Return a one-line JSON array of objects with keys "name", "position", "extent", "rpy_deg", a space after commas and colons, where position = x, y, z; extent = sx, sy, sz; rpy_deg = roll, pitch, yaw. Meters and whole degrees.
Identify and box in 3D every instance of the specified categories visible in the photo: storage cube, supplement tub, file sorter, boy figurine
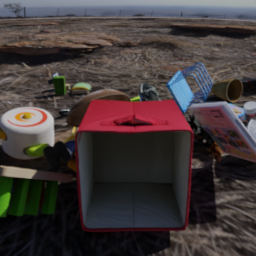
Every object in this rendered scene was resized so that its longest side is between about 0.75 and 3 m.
[{"name": "storage cube", "position": [0.106, 0.725, 6.520], "extent": [2.225, 2.603, 2.340], "rpy_deg": [-1, 21, 0]}, {"name": "supplement tub", "position": [4.726, -0.556, 10.683], "extent": [0.544, 0.775, 0.544], "rpy_deg": [-19, 37, 15]}, {"name": "file sorter", "position": [2.730, -1.794, 12.047], "extent": [1.231, 1.392, 2.006], "rpy_deg": [-24, 15, 32]}, {"name": "boy figurine", "position": [-1.652, 0.383, 8.774], "extent": [1.397, 0.724, 2.247], "rpy_deg": [-23, 13, 23]}]

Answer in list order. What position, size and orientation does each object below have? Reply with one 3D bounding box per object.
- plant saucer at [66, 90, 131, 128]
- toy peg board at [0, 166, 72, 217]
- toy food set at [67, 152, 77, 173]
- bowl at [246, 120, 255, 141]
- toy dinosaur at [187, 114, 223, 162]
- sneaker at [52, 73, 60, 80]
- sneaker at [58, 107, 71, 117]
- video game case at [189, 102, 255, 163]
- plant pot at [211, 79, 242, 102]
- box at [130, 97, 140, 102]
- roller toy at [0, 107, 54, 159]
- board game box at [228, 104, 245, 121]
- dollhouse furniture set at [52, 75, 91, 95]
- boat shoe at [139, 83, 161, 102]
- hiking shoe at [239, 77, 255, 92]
[{"name": "plant saucer", "position": [-0.940, -0.630, 8.521], "extent": [2.062, 2.062, 0.377], "rpy_deg": [-15, 72, -27]}, {"name": "toy peg board", "position": [-2.704, 1.380, 6.367], "extent": [1.976, 0.970, 1.984], "rpy_deg": [1, -13, 29]}, {"name": "toy food set", "position": [-1.038, 0.790, 8.353], "extent": [0.659, 0.700, 1.465], "rpy_deg": [32, 37, 22]}, {"name": "bowl", "position": [4.047, 0.546, 8.417], "extent": [1.380, 0.515, 1.378], "rpy_deg": [33, 43, 2]}, {"name": "toy dinosaur", "position": [2.512, 0.280, 8.993], "extent": [1.471, 1.107, 2.168], "rpy_deg": [18, 7, -15]}, {"name": "sneaker", "position": [-4.046, -2.750, 15.571], "extent": [0.388, 0.381, 1.008], "rpy_deg": [-17, 25, 6]}, {"name": "sneaker", "position": [-2.442, -0.676, 11.567], "extent": [0.939, 0.312, 0.425], "rpy_deg": [-10, 26, -26]}, {"name": "video game case", "position": [2.508, 0.084, 7.264], "extent": [0.230, 1.768, 1.943], "rpy_deg": [-41, 8, -5]}, {"name": "plant pot", "position": [4.510, -1.799, 13.071], "extent": [1.073, 1.073, 1.151], "rpy_deg": [-16, 20, -27]}, {"name": "box", "position": [0.207, -0.628, 11.195], "extent": [2.241, 0.534, 1.366], "rpy_deg": [-25, 36, -39]}, {"name": "roller toy", "position": [-3.199, 0.089, 8.871], "extent": [1.746, 1.220, 1.593], "rpy_deg": [12, 30, 5]}, {"name": "board game box", "position": [4.128, -0.550, 11.278], "extent": [1.266, 0.285, 0.963], "rpy_deg": [-22, 38, -35]}, {"name": "dollhouse furniture set", "position": [-2.758, -2.246, 13.951], "extent": [1.708, 0.857, 1.119], "rpy_deg": [0, 28, -2]}, {"name": "boat shoe", "position": [0.780, -1.214, 10.793], "extent": [0.779, 0.766, 2.161], "rpy_deg": [-14, 24, -9]}, {"name": "hiking shoe", "position": [6.178, -2.301, 14.149], "extent": [2.072, 0.785, 1.043], "rpy_deg": [-1, 31, 1]}]
